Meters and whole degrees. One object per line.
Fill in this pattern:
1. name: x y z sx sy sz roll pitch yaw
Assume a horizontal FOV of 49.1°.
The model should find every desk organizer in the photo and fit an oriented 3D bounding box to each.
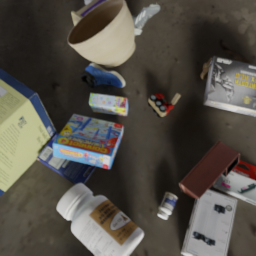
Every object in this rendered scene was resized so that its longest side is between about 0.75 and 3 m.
1. desk organizer: 2.683 1.465 9.166 2.062 0.740 0.794 -44 54 -13

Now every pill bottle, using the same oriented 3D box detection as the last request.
1. pill bottle: -0.877 2.835 8.311 2.457 1.405 1.405 37 69 18
2. pill bottle: 1.248 2.518 9.028 0.432 0.432 0.778 24 65 12

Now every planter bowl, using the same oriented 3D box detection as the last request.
1. planter bowl: -0.802 -3.551 11.100 2.641 1.778 2.641 -22 43 23

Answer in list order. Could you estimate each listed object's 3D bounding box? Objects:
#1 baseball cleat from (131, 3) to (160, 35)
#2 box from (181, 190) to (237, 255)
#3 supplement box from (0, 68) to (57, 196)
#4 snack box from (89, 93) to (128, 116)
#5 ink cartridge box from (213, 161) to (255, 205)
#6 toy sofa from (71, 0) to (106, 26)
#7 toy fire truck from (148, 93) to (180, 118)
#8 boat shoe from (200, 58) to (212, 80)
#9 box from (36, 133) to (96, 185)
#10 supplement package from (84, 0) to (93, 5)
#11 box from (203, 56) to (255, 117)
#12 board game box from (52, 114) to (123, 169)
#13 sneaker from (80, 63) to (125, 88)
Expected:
1. baseball cleat: 0.628 -4.685 12.356 1.858 0.648 0.989 -15 87 31
2. box: 2.499 3.053 8.648 1.212 0.625 2.078 18 64 9
3. supplement box: -4.182 0.166 8.831 1.954 2.910 2.907 34 68 16
4. snack box: -0.694 -0.836 10.342 1.320 1.113 0.447 9 79 5
5. ink cartridge box: 3.843 1.696 9.515 1.537 0.335 1.334 22 66 11
6. toy sofa: -1.193 -5.185 12.625 1.245 1.057 2.551 38 69 19
7. toy fire truck: 1.416 -1.027 10.778 1.019 0.656 0.897 -27 65 -23
8. boat shoe: 3.280 -2.455 11.606 0.403 0.445 1.249 31 58 21
9. box: -2.059 1.128 9.704 1.864 0.302 1.129 32 66 8
10. supplement package: -1.596 -5.995 13.327 0.901 0.540 0.546 42 70 19
11. box: 4.206 -1.563 10.718 2.379 0.575 1.884 13 74 0
12. board game box: -1.291 0.405 9.546 1.931 0.540 1.891 12 34 4
13. sneaker: -1.076 -1.862 11.106 1.808 0.694 1.006 31 61 19
